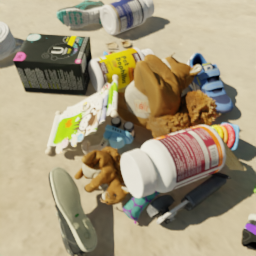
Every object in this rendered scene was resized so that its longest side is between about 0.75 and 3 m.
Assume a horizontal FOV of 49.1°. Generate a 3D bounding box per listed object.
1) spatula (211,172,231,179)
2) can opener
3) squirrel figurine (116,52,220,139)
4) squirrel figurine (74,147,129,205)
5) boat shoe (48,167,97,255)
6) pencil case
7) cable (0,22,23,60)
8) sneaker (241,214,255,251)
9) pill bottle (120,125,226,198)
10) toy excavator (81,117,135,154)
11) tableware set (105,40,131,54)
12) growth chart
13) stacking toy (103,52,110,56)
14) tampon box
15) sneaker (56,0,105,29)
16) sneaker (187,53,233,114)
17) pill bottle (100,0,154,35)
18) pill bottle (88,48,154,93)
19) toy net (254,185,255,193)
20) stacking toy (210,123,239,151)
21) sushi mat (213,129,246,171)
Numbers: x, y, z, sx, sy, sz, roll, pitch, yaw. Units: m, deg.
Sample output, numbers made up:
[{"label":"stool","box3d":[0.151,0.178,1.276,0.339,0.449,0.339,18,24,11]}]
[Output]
[{"label":"spatula","box3d":[2.013,1.101,7.568,0.472,0.172,1.670,8,8,-42]},{"label":"can opener","box3d":[1.506,1.714,7.221,2.236,0.597,0.748,-28,66,-23]},{"label":"squirrel figurine","box3d":[1.385,-1.001,8.968,2.975,2.106,2.777,49,48,8]},{"label":"squirrel figurine","box3d":[-0.447,1.238,7.241,1.362,1.032,1.459,44,41,14]},{"label":"boat shoe","box3d":[-1.455,1.931,6.529,0.743,0.699,2.069,-6,68,-57]},{"label":"pencil case","box3d":[0.363,1.827,7.099,1.118,0.476,0.517,-44,99,-20]},{"label":"cable","box3d":[-6.042,-3.524,11.617,2.519,0.872,2.520,22,52,18]},{"label":"sneaker","box3d":[3.466,2.901,6.247,1.997,0.694,0.993,29,60,28]},{"label":"pill bottle","box3d":[1.081,0.799,6.788,2.334,1.279,1.279,-15,50,-24]},{"label":"toy excavator","box3d":[-0.577,0.354,8.482,1.311,0.673,1.348,20,61,17]},{"label":"tableware set","box3d":[-0.356,-3.365,11.961,1.142,0.159,1.367,-8,50,-6]},{"label":"growth chart","box3d":[-1.369,-0.326,8.458,2.738,0.243,1.981,-27,43,20]},{"label":"stacking toy","box3d":[-0.348,-2.666,11.118,1.251,0.687,0.726,-15,40,-26]},{"label":"tampon box","box3d":[-2.593,-2.324,10.198,2.306,1.456,1.728,4,49,3]},{"label":"sneaker","box3d":[-2.126,-5.463,13.220,2.591,1.005,1.182,-11,57,-21]},{"label":"sneaker","box3d":[2.753,-1.577,9.748,0.976,1.085,2.639,-13,51,-20]},{"label":"pill bottle","box3d":[0.017,-5.244,12.821,2.356,1.308,1.308,-30,55,-24]},{"label":"pill bottle","box3d":[-0.177,-2.121,10.136,2.319,1.267,1.267,-21,52,-17]},{"label":"toy net","box3d":[3.983,2.179,7.006,1.005,0.370,1.916,-6,50,-7]},{"label":"stacking toy","box3d":[2.385,0.227,7.994,1.400,0.768,0.813,4,6,-21]},{"label":"sushi mat","box3d":[2.496,0.584,7.443,0.085,0.670,1.400,-41,95,-14]}]
